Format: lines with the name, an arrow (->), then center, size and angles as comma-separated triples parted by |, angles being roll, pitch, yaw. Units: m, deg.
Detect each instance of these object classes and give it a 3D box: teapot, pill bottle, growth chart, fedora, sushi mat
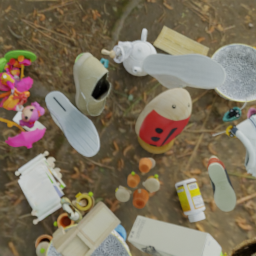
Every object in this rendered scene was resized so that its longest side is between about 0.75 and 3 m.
teapot -> 0.513, -3.117, 11.920 | 1.619, 1.198, 1.641 | -31, 75, -9
pill bottle -> 2.335, 2.689, 10.402 | 0.800, 0.800, 1.465 | -14, 74, -4
growth chart -> -3.313, 2.235, 10.849 | 1.708, 0.209, 2.361 | -27, 75, -8
fedora -> 1.071, 0.402, 11.188 | 1.473, 0.601, 1.473 | 2, 73, -8
sushi mat -> 2.387, -3.635, 12.623 | 2.360, 0.143, 1.129 | 30, 75, 8

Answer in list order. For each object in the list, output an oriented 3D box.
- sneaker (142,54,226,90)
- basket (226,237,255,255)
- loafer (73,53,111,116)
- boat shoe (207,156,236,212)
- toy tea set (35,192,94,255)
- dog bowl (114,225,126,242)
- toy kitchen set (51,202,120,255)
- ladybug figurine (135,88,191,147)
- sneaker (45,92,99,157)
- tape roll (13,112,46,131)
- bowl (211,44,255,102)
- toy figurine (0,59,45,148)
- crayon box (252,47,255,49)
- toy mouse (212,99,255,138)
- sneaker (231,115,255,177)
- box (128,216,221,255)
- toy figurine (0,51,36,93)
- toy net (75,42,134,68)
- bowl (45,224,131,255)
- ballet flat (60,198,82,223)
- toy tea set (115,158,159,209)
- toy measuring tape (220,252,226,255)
sneaker -> 1.997, -1.759, 9.361 | 2.724, 1.574, 1.004 | 20, 90, 29
basket -> 3.357, 3.607, 7.364 | 1.786, 1.330, 1.274 | -28, 54, -4
loafer -> -1.078, -1.119, 8.893 | 0.932, 2.730, 1.033 | 35, 68, 18
boat shoe -> 2.534, 1.543, 7.660 | 0.571, 0.502, 1.605 | -18, 108, 16
toy tea set -> -1.993, 3.672, 9.985 | 1.660, 1.033, 2.792 | 43, 78, 11
dog bowl -> -0.821, 4.123, 10.037 | 1.626, 0.403, 0.906 | -26, 95, -8
toy kitchen set -> -0.874, 2.727, 6.843 | 1.424, 1.579, 1.288 | -44, 96, -19
ladybug figurine -> 1.173, -0.178, 8.973 | 1.744, 2.569, 0.924 | -11, 60, -24
sneaker -> -1.810, -0.092, 9.471 | 0.972, 0.943, 2.663 | -32, 70, -13
tape roll -> -3.876, -0.135, 11.017 | 1.233, 1.233, 0.431 | 30, 75, 9
bowl -> 4.442, -2.054, 11.604 | 2.549, 1.196, 2.549 | 0, 74, 0
toy figurine -> -3.345, -0.449, 8.115 | 2.133, 1.740, 2.317 | 35, 74, -17
crayon box -> 5.852, -3.055, 12.359 | 1.079, 0.314, 0.641 | 25, 75, 7
toy mouse -> 3.280, -0.255, 7.986 | 1.471, 0.285, 1.307 | -3, 52, 40
sneaker -> 3.501, 0.981, 7.156 | 0.922, 0.951, 2.604 | -26, 84, 18
box -> 1.171, 3.086, 7.455 | 2.286, 0.939, 0.782 | -3, 49, 45
toy figurine -> -4.663, -2.235, 11.835 | 1.667, 1.251, 1.534 | -9, 82, 20
toy net -> -0.962, -2.782, 11.681 | 2.676, 0.517, 1.404 | -21, 68, 22
bowl -> -0.911, 3.703, 7.952 | 2.539, 1.192, 2.539 | 1, 96, 14
ballet flat -> -1.708, 2.520, 8.392 | 0.343, 0.343, 0.969 | -34, 106, -9
toy tea set -> 0.408, 1.679, 8.632 | 1.040, 0.647, 1.750 | 33, 113, -1
toy measuring tape -> 2.692, 4.516, 9.939 | 1.781, 0.655, 0.655 | 3, 73, 1
